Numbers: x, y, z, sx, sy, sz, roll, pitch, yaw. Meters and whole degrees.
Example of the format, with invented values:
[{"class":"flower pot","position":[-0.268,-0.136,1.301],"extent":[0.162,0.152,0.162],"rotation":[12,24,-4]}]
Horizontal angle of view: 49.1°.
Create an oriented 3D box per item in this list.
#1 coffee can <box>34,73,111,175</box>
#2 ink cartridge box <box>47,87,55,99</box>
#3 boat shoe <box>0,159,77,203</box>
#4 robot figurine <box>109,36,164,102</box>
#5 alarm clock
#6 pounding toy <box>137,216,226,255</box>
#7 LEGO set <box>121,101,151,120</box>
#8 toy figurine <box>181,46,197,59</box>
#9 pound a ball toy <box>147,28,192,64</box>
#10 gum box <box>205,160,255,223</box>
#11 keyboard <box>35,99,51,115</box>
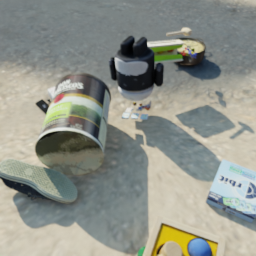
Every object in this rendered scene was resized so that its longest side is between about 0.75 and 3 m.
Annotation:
[{"class":"coffee can","position":[-1.624,-0.176,8.949],"extent":[1.993,1.993,2.723],"rotation":[1,45,1]},{"class":"ink cartridge box","position":[-2.835,-1.334,11.335],"extent":[0.579,0.327,0.790],"rotation":[-25,50,-24]},{"class":"boat shoe","position":[-2.596,1.613,8.077],"extent":[2.360,0.735,0.881],"rotation":[20,39,-2]},{"class":"robot figurine","position":[0.261,-2.028,9.849],"extent":[1.394,2.235,1.679],"rotation":[-20,39,-19]},{"class":"alarm clock","position":[2.955,-3.759,13.468],"extent":[1.648,0.813,2.443],"rotation":[27,53,26]},{"class":"pounding toy","position":[0.884,3.034,6.059],"extent":[2.079,1.478,1.914],"rotation":[15,46,15]},{"class":"LEGO set","position":[0.329,-0.682,10.129],"extent":[0.914,0.300,1.223],"rotation":[2,29,14]},{"class":"toy figurine","position":[2.611,-3.018,11.591],"extent":[0.535,0.471,0.892],"rotation":[51,30,17]},{"class":"pound a ball toy","position":[1.438,-3.180,10.762],"extent":[1.813,1.182,0.770],"rotation":[-11,32,-16]},{"class":"gum box","position":[3.145,1.779,8.151],"extent":[1.311,0.344,1.543],"rotation":[21,48,20]},{"class":"keyboard","position":[-3.208,-0.876,11.042],"extent":[0.590,0.096,0.929],"rotation":[-36,56,-23]}]
